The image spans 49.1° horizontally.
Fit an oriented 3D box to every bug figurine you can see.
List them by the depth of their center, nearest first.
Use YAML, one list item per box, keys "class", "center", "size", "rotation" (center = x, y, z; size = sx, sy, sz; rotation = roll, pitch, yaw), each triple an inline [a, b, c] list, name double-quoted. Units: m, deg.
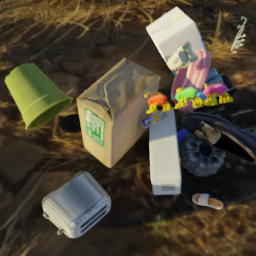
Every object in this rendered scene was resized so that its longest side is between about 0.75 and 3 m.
- class: "bug figurine"
  center: [1.714, -0.853, 7.784]
  size: [2.332, 1.809, 0.600]
  rotation: [-8, 91, -27]

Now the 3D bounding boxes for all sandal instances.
- class: "sandal"
  center: [2.591, 2.324, 9.037]
  size: [0.978, 0.280, 0.375]
  rotation: [12, 51, 10]
- class: "sandal"
  center: [-1.603, -0.321, 10.803]
  size: [2.124, 0.508, 0.799]
  rotation: [-11, 65, -24]

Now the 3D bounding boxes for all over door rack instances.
- class: "over door rack"
  center: [4.309, -3.532, 10.731]
  size: [0.365, 1.095, 0.809]
  rotation: [18, 50, 15]

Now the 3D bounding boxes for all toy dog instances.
- class: "toy dog"
  center: [1.528, -1.991, 8.351]
  size: [0.872, 0.900, 0.628]
  rotation: [-40, 95, -15]

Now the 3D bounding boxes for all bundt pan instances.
- class: "bundt pan"
  center: [2.623, 0.813, 9.753]
  size: [1.698, 0.637, 1.698]
  rotation: [3, 67, -7]

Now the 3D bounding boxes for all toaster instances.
- class: "toaster"
  center: [-1.450, 2.296, 8.512]
  size: [2.057, 1.169, 1.329]
  rotation: [-34, 62, -31]

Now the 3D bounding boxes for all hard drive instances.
- class: "hard drive"
  center: [2.593, 0.474, 10.612]
  size: [2.008, 0.255, 1.325]
  rotation: [-26, 55, -20]

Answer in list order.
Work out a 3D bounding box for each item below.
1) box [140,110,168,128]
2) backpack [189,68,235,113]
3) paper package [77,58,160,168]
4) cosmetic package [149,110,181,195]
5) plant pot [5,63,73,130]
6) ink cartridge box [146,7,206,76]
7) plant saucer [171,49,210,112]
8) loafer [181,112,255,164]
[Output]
- class: "box"
  center: [0.843, -0.290, 9.109]
  size: [0.852, 0.299, 0.274]
  rotation: [-25, 1, 24]
- class: "backpack"
  center: [3.023, -1.369, 10.996]
  size: [1.833, 1.628, 1.380]
  rotation: [-36, 80, 10]
- class: "paper package"
  center: [-0.303, -0.461, 9.601]
  size: [1.451, 2.804, 2.673]
  rotation: [32, 58, 17]
- class: "cosmetic package"
  center: [1.203, 0.795, 9.427]
  size: [0.917, 1.306, 2.574]
  rotation: [-3, 54, 7]
- class: "plant pot"
  center: [-3.354, -1.229, 10.050]
  size: [1.972, 1.972, 1.873]
  rotation: [-38, 91, -27]
- class: "ink cartridge box"
  center: [2.028, -3.810, 12.103]
  size: [1.630, 1.673, 2.603]
  rotation: [-30, 35, 12]
- class: "plant saucer"
  center: [2.094, -1.697, 9.837]
  size: [0.573, 2.262, 2.262]
  rotation: [18, 50, -7]
- class: "loafer"
  center: [3.032, 0.315, 9.137]
  size: [2.780, 0.999, 0.875]
  rotation: [21, 55, 0]
